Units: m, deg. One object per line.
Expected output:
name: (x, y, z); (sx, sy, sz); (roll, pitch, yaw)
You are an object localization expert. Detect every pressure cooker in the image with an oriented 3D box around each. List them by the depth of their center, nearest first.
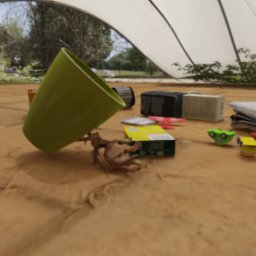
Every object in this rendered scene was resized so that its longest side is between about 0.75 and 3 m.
pressure cooker: (-0.301, -1.814, 16.751); (1.524, 1.340, 1.361); (-10, 19, -27)

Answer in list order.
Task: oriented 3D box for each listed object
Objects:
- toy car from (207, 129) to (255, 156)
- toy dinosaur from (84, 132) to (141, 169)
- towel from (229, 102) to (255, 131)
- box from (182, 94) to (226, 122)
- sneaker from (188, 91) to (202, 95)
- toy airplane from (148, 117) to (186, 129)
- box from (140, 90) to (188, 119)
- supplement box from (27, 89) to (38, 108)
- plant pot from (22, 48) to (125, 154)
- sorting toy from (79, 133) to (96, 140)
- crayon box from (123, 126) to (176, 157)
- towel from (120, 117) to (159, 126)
toy car: (3.321, 0.376, 8.512); (2.051, 0.457, 1.930); (-11, 16, -44)
toy dinosaur: (-0.365, 0.635, 6.793); (1.121, 0.710, 1.655); (-6, 19, -23)
towel: (5.326, -0.333, 10.591); (2.436, 1.042, 2.017); (-1, 13, -13)
box: (3.568, -0.982, 13.271); (1.779, 1.137, 0.969); (10, 16, 40)
sneaker: (3.416, -1.501, 16.647); (2.619, 0.975, 1.108); (-12, 20, -12)
toy airplane: (1.619, -0.216, 11.674); (1.612, 0.296, 1.612); (3, 13, -1)
box: (1.872, -1.243, 14.354); (1.881, 1.186, 1.914); (7, 14, 30)
supplement box: (-4.021, -1.264, 14.207); (1.930, 1.299, 1.956); (-5, 13, -21)
plant pot: (-1.695, -0.508, 7.670); (2.238, 2.391, 2.238); (43, 7, -7)
sorting toy: (-1.488, 0.298, 9.709); (1.010, 0.135, 0.753); (-5, 9, -25)
crayon box: (0.556, 0.353, 8.460); (1.253, 0.501, 1.973); (-1, 13, -7)
towel: (0.509, -0.249, 12.172); (1.434, 0.171, 1.053); (9, 17, 44)
